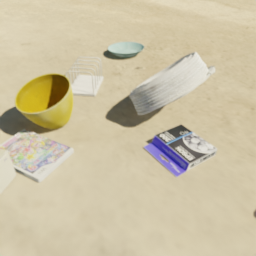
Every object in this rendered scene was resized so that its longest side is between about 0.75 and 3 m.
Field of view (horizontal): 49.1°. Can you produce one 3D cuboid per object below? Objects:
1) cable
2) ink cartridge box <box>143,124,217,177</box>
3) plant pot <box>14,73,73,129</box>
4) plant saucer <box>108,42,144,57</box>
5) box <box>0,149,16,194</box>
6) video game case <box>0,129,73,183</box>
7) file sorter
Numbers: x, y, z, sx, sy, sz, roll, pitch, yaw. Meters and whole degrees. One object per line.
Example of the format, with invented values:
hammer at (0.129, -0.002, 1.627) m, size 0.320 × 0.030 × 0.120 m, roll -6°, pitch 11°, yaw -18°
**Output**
cable at (1.266, -1.405, 9.000) m, size 2.629 × 0.910 × 2.630 m, roll -23°, pitch 13°, yaw 40°
ink cartridge box at (1.434, 0.565, 7.875) m, size 1.483 × 0.322 × 1.469 m, roll -23°, pitch 43°, yaw -27°
plant pot at (-2.387, -0.672, 8.643) m, size 1.717 × 1.219 × 1.717 m, roll -7°, pitch 49°, yaw 9°
plant saucer at (-0.097, -3.854, 13.959) m, size 1.826 × 0.352 × 1.826 m, roll -1°, pitch 33°, yaw 1°
box at (-4.012, 0.911, 6.899) m, size 2.225 × 0.914 × 0.761 m, roll 9°, pitch 38°, yaw 14°
video game case at (-2.698, 0.701, 7.806) m, size 1.914 × 0.172 × 1.370 m, roll 19°, pitch 40°, yaw 24°
file sorter at (-1.677, -2.049, 10.949) m, size 1.092 × 0.980 × 1.574 m, roll 5°, pitch 35°, yaw 6°
